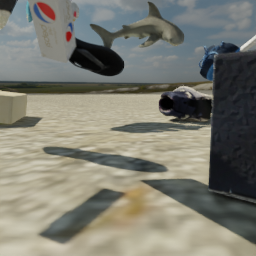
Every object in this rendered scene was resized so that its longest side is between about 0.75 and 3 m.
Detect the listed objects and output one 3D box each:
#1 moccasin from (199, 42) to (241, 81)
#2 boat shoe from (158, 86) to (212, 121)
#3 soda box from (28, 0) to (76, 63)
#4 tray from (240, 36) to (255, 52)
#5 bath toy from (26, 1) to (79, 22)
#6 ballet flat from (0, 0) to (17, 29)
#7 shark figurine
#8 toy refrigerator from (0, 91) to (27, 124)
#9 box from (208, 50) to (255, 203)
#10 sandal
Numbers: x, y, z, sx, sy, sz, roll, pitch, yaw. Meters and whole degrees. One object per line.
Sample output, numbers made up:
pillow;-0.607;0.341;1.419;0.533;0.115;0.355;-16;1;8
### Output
moccasin;2.749;-2.156;8.896;0.826;0.975;2.422;37;39;17
boat shoe;1.605;-0.932;9.623;1.388;1.118;2.994;6;7;-13
soda box;-0.953;-1.397;3.557;0.395;0.369;1.159;15;-32;4
tray;4.182;-2.864;9.804;0.848;0.175;1.580;-43;0;-13
bath toy;-2.349;-3.637;8.939;1.668;0.725;0.616;-9;45;-21
ballet flat;-2.808;-2.258;5.685;1.804;0.659;0.659;-5;4;33
shark figurine;0.433;-3.257;8.723;2.878;1.201;1.720;6;44;23
toy refrigerator;-3.946;-0.672;8.979;0.960;0.885;2.529;5;7;-13
box;2.291;-0.047;2.599;2.246;1.396;2.265;6;10;43
sandal;-1.441;-2.207;8.673;2.733;0.585;1.039;19;-38;-18
